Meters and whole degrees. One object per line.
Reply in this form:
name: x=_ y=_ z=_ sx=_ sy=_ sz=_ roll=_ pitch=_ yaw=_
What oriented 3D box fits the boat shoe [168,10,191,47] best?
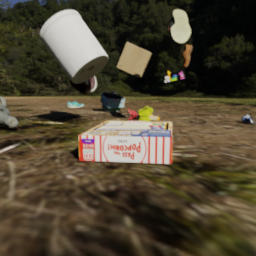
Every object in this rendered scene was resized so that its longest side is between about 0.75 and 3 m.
boat shoe: x=1.873 y=-3.596 z=10.408 sx=0.737 sy=0.631 sz=2.014 roll=9 pitch=50 yaw=-4

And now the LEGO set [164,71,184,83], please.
LEGO set: x=2.153 y=-2.559 z=13.745 sx=1.150 sy=0.472 sz=0.438 roll=-16 pitch=17 yaw=-23

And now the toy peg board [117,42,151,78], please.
toy peg board: x=0.319 y=-3.584 z=14.752 sx=1.388 sy=1.394 sz=0.682 roll=23 pitch=20 yaw=-3

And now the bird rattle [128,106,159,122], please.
bird rattle: x=0.712 y=-0.424 z=12.804 sx=1.238 sy=0.855 sz=1.518 roll=9 pitch=-9 yaw=-26

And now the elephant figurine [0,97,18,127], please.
elephant figurine: x=-5.427 y=-0.536 z=11.069 sx=2.334 sy=1.811 sz=1.652 roll=8 pitch=-37 yaw=-15

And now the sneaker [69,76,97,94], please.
sneaker: x=-2.177 y=-2.757 z=12.147 sx=1.050 sy=2.775 sz=1.603 roll=-15 pitch=16 yaw=15

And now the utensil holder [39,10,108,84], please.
utensil holder: x=-1.959 y=-2.948 z=10.407 sx=1.755 sy=2.065 sz=1.755 roll=-36 pitch=-6 yaw=-4

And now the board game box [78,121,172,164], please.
board game box: x=0.124 y=0.266 z=7.391 sx=2.082 sy=0.637 sz=2.749 roll=1 pitch=8 yaw=9

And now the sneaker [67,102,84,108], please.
sneaker: x=-4.170 y=-1.859 z=22.300 sx=1.290 sy=0.514 sz=0.500 roll=-2 pitch=9 yaw=-16

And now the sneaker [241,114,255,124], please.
sneaker: x=5.464 y=-0.330 z=12.755 sx=0.390 sy=0.384 sz=1.013 roll=-25 pitch=7 yaw=11

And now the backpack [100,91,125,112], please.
backpack: x=-1.026 y=-1.748 z=18.821 sx=1.485 sy=1.259 sz=1.672 roll=-3 pitch=16 yaw=-29

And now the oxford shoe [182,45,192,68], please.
oxford shoe: x=2.060 y=-2.555 z=10.004 sx=0.287 sy=0.805 sz=0.287 roll=7 pitch=6 yaw=-15
